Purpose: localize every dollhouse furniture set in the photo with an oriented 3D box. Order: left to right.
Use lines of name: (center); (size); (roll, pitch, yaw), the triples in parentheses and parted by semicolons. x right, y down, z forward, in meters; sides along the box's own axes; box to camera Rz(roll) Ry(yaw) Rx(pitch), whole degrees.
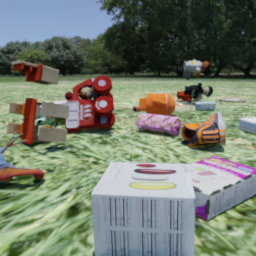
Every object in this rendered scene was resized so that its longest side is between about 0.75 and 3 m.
dollhouse furniture set: (-3.371, -0.803, 9.717); (1.420, 2.726, 2.756); (6, 0, -43)

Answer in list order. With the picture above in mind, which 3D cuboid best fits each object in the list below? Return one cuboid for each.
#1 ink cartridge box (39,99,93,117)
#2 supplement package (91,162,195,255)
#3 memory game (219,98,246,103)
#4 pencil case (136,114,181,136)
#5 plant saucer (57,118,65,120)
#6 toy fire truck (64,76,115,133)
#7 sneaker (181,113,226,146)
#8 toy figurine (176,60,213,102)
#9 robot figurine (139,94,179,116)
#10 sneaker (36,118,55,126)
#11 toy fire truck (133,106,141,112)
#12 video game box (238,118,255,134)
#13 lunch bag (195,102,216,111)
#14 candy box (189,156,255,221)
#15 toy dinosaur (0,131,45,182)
ink cartridge box: (-3.120, -1.124, 14.389); (2.934, 0.635, 2.880); (-18, 11, -37)
supplement package: (0.293, 1.260, 4.510); (1.430, 1.052, 1.368); (0, 13, 8)
memory game: (8.046, -2.130, 21.595); (2.043, 0.130, 2.043); (1, 13, 0)
pencil case: (1.243, -0.144, 11.409); (1.839, 0.796, 0.761); (8, -12, 34)
plant saucer: (-3.166, -0.694, 15.007); (1.369, 0.250, 1.369); (0, 14, 0)
toy fire truck: (-1.668, -1.048, 11.949); (2.111, 2.514, 1.409); (-5, -27, -3)
sneaker: (2.669, 0.012, 10.169); (1.461, 1.012, 2.608); (-3, 6, 14)
toy figurine: (4.816, -3.381, 20.365); (2.023, 2.863, 2.908); (1, -5, -6)
robot figurine: (1.652, -1.255, 15.244); (2.138, 1.538, 1.247); (0, 52, 1)
sneaker: (-3.875, -0.321, 13.142); (0.879, 0.323, 0.518); (-13, 10, -14)
toy fire truck: (0.683, -1.188, 17.138); (0.747, 0.258, 1.060); (-4, 13, -16)
video game box: (6.172, -0.042, 11.442); (2.326, 0.544, 2.119); (-4, 11, -16)
lunch bag: (4.800, -1.355, 17.404); (1.216, 0.469, 0.975); (0, 10, -2)
candy box: (1.761, 1.185, 5.954); (1.846, 0.563, 1.259); (-9, 16, -36)
toy dinosaur: (-3.029, 1.153, 6.523); (1.896, 1.097, 2.089); (13, 50, 14)
